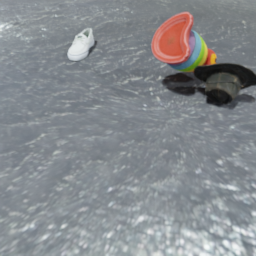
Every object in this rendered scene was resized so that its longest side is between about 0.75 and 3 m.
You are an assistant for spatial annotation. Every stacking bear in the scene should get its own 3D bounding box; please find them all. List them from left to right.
[{"bbox_3d":[2.336,-2.794,10.547,1.607,1.716,2.826,2,-7,43],"label":"stacking bear"}]

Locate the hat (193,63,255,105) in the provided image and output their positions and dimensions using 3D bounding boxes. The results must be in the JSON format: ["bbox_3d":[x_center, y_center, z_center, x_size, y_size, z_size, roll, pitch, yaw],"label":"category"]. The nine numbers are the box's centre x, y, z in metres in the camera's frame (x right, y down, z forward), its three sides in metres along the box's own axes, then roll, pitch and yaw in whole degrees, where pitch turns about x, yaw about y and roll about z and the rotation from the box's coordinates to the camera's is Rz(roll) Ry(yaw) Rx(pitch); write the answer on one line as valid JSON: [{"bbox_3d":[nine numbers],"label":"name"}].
[{"bbox_3d":[3.390,-1.401,9.912,2.451,2.451,0.989,10,82,13],"label":"hat"}]

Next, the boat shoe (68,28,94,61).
[{"bbox_3d":[-2.403,-4.254,14.034,0.956,0.867,2.598,5,38,6],"label":"boat shoe"}]
